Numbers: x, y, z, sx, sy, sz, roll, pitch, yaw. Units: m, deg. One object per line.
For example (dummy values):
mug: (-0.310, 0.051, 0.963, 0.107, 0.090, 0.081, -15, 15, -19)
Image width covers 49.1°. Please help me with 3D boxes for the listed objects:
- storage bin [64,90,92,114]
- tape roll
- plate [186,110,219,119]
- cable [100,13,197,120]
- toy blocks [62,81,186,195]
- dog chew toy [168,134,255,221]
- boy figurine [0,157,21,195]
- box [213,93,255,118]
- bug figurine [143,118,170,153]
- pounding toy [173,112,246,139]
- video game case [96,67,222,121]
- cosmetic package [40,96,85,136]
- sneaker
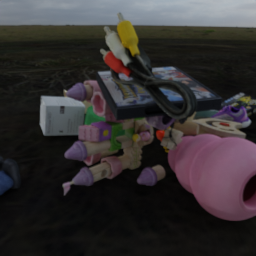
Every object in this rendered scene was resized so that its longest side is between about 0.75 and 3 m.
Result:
storage bin: (-1.872, -1.322, 12.957, 1.767, 0.828, 1.754, -12, 26, -25)
tape roll: (-0.328, -0.182, 9.898, 2.390, 0.574, 2.390, 12, 18, -4)
plate: (2.341, -0.441, 9.927, 1.676, 0.214, 1.676, -2, -3, 0)
cable: (0.178, -0.958, 5.270, 0.655, 1.264, 2.604, -3, 49, -36)
toy blocks: (-0.490, 0.296, 6.985, 2.346, 2.605, 2.787, -15, 30, -39)
dog chew toy: (1.939, 0.944, 6.637, 1.760, 1.760, 2.826, -9, 14, -21)
boy figurine: (-3.861, 1.562, 6.073, 1.802, 0.934, 2.899, 15, 24, 26)
box: (4.573, -0.797, 11.677, 1.696, 0.416, 1.367, -26, 29, -12)
bug figurine: (0.853, -0.235, 9.541, 1.915, 0.635, 2.469, 41, 14, -17)
pounding toy: (2.710, -0.031, 8.204, 1.637, 1.643, 2.863, 18, 15, 36)
video game case: (0.517, -0.873, 6.226, 2.127, 0.300, 2.354, -6, 28, -13)
cosmetic package: (-2.433, -0.444, 10.243, 1.389, 1.145, 1.146, -2, 22, -26)
sneaker: (3.656, -0.477, 10.622, 1.798, 0.795, 0.723, 0, 28, 32)
